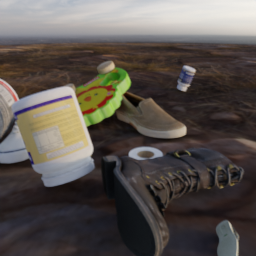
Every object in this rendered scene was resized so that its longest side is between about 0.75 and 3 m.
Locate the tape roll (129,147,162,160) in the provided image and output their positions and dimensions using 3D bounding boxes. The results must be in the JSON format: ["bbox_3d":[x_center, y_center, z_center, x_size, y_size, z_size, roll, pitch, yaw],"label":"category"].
[{"bbox_3d":[0.412,0.743,6.582,0.806,0.282,0.806,0,20,0],"label":"tape roll"}]

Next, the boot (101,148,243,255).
[{"bbox_3d":[0.923,0.942,4.993,2.518,1.001,2.892,-5,17,-14],"label":"boot"}]

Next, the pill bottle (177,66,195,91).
[{"bbox_3d":[2.750,-2.356,13.466,0.608,1.094,0.608,14,25,-7],"label":"pill bottle"}]

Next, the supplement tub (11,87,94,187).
[{"bbox_3d":[-1.457,0.165,5.670,1.263,1.737,1.263,-18,5,2],"label":"supplement tub"}]

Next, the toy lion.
[{"bbox_3d":[-1.068,-1.104,9.631,2.779,0.954,2.664,-35,34,-15],"label":"toy lion"}]

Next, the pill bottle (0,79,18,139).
[{"bbox_3d":[-3.832,-0.069,6.525,1.656,1.656,2.859,1,27,2],"label":"pill bottle"}]

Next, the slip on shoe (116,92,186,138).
[{"bbox_3d":[0.619,-0.467,8.897,1.115,0.889,2.934,-13,24,-30],"label":"slip on shoe"}]

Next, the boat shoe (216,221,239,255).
[{"bbox_3d":[1.470,1.695,3.999,0.321,0.302,0.893,-37,4,21],"label":"boat shoe"}]

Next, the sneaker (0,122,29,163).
[{"bbox_3d":[-2.722,0.051,7.381,0.978,0.948,2.678,-3,19,2],"label":"sneaker"}]
